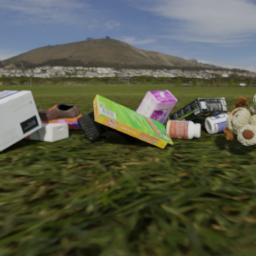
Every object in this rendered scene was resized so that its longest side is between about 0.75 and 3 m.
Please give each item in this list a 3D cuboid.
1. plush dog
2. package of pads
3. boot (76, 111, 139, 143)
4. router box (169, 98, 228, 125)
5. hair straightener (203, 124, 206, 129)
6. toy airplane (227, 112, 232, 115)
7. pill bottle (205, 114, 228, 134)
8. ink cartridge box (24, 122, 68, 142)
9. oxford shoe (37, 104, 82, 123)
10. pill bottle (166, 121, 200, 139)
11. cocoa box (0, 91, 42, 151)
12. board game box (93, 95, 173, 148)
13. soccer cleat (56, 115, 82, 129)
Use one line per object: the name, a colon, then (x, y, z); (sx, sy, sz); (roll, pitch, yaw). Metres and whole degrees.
plush dog: (3.567, -0.172, 8.260); (1.297, 1.617, 1.389); (30, -6, -37)
package of pads: (0.876, -0.481, 10.617); (1.182, 1.961, 0.742); (-10, 52, -40)
boot: (-0.732, 0.087, 9.942); (1.496, 0.753, 2.001); (-35, 67, -21)
router box: (3.010, -0.609, 12.214); (1.559, 0.646, 2.081); (-5, -16, -31)
hair straightener: (4.072, -0.195, 12.546); (1.320, 0.270, 0.508); (-17, -13, 27)
toy airplane: (4.930, -0.407, 12.832); (0.978, 0.180, 0.978); (25, 36, -20)
pill bottle: (3.848, -0.196, 11.576); (1.146, 0.686, 0.686); (-14, 11, -7)
ink cartridge box: (-3.142, 0.115, 10.723); (1.376, 0.589, 1.015); (7, 12, 25)
oxford shoe: (-2.714, -0.626, 10.613); (1.899, 0.689, 0.676); (-1, 40, 13)
pill bottle: (2.094, 0.084, 10.623); (1.196, 0.671, 0.671); (4, 10, 18)
cocoa box: (-4.129, -0.237, 8.982); (1.359, 1.381, 2.071); (6, 28, 31)
board game box: (0.165, -0.167, 9.211); (2.725, 0.408, 1.302); (20, 26, -20)
soccer cleat: (-3.003, -0.248, 12.630); (2.636, 0.899, 0.965); (10, 36, 32)
